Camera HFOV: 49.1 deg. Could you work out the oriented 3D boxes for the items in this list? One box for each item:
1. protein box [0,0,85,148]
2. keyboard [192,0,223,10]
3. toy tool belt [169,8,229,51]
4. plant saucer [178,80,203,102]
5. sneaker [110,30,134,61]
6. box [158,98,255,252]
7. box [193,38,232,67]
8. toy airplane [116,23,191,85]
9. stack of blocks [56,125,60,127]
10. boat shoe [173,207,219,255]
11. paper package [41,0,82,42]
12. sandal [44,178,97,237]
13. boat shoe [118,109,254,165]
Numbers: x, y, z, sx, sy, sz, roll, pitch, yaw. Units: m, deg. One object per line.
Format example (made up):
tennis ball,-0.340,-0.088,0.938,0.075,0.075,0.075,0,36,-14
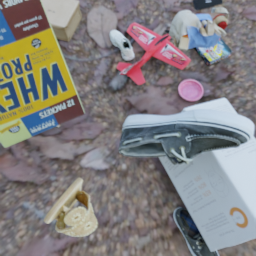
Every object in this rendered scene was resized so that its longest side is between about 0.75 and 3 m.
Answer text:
protein box,-2.395,-1.607,5.604,1.780,2.638,2.619,-24,47,-9
keyboard,2.856,-4.618,10.183,1.078,0.214,0.561,-17,90,-8
toy tool belt,2.012,-2.503,7.499,1.687,1.054,1.037,-9,59,-10
plant saucer,1.903,-1.120,8.576,0.761,0.193,0.761,0,65,0
sneaker,-0.198,-2.810,9.159,0.479,0.517,1.275,-30,68,-11
box,2.114,1.055,6.536,1.411,1.801,2.896,-15,65,-30
box,2.668,-2.730,9.259,0.892,0.246,1.306,-26,69,-11
toy airplane,0.680,-2.305,8.946,2.524,0.464,2.524,-2,63,3
stack of blocks,-2.664,-0.826,8.260,1.775,0.520,1.022,19,67,8
boat shoe,1.640,2.651,6.749,0.555,0.458,1.616,-31,69,-13
paper package,-2.447,-3.744,9.457,1.384,0.716,1.319,16,67,8
sandal,-0.883,1.527,4.985,0.785,2.387,0.875,39,68,1
boat shoe,0.955,0.275,5.235,2.584,0.932,0.916,-3,60,38
